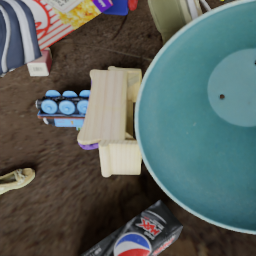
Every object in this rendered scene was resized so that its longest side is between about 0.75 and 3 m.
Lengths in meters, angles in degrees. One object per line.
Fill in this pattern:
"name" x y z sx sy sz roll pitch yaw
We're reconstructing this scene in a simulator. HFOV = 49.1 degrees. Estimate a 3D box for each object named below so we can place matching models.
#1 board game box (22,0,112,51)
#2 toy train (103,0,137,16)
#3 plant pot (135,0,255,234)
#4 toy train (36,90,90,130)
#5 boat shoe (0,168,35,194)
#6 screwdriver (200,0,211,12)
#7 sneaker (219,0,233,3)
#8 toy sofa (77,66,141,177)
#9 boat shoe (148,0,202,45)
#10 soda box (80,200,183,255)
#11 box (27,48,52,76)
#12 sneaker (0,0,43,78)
"board game box" -2.019 -2.480 5.463 2.799 2.120 0.648 -26 69 17
"toy train" -0.227 -4.473 7.617 1.139 2.691 1.557 5 17 1
"plant pot" 1.643 -0.281 3.699 2.684 2.684 1.807 16 28 14
"toy train" -1.506 -0.432 7.262 1.663 0.950 0.721 0 38 -1
"boat shoe" -2.599 1.151 6.247 1.017 0.320 0.371 -20 51 -17
"screwdriver" 1.093 -3.269 5.689 0.368 0.384 2.639 -16 64 -26
"sneaker" 2.297 -4.409 7.039 1.084 2.545 0.993 1 61 61
"toy sofa" -0.349 -0.255 6.960 1.358 1.152 2.783 1 48 1
"boat shoe" 1.208 -1.750 5.689 0.984 2.634 0.901 14 48 37
"soda box" -0.024 2.201 5.006 2.058 0.728 0.652 -29 56 -23
"box" -2.871 -2.168 9.150 0.584 0.497 0.913 -2 48 -2
"sneaker" -1.714 -0.651 3.105 0.715 2.039 1.106 54 45 -6
